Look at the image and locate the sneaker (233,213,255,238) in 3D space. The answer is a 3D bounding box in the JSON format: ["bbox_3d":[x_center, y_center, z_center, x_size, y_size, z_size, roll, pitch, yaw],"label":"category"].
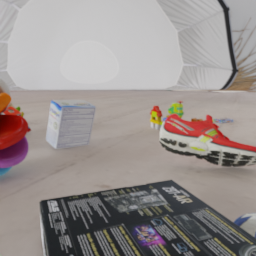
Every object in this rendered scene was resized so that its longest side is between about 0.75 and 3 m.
[{"bbox_3d":[2.042,1.521,3.754,1.270,0.478,0.560,5,12,29],"label":"sneaker"}]

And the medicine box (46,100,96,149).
[{"bbox_3d":[-1.911,-0.142,9.355,1.316,1.445,0.744,-4,25,-43],"label":"medicine box"}]

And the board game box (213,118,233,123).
[{"bbox_3d":[4.934,-0.378,14.504,0.819,0.141,0.554,-4,12,-22],"label":"board game box"}]

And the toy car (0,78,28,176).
[{"bbox_3d":[-3.149,0.156,6.290,1.858,2.478,2.168,21,39,-1],"label":"toy car"}]

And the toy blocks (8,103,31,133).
[{"bbox_3d":[-4.474,-0.336,11.399,0.696,1.393,0.953,-37,56,-17],"label":"toy blocks"}]

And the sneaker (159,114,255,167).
[{"bbox_3d":[2.190,0.233,7.277,2.695,1.144,1.038,16,-23,7],"label":"sneaker"}]

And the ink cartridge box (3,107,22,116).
[{"bbox_3d":[-5.240,-0.538,9.637,2.643,0.666,1.440,-20,25,-31],"label":"ink cartridge box"}]

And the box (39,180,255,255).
[{"bbox_3d":[0.225,1.522,3.318,2.288,0.622,2.857,-4,12,-21],"label":"box"}]

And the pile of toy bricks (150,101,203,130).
[{"bbox_3d":[2.102,-0.509,12.032,1.491,1.327,2.688,-5,12,-26],"label":"pile of toy bricks"}]
